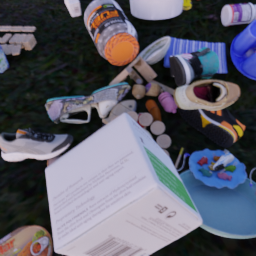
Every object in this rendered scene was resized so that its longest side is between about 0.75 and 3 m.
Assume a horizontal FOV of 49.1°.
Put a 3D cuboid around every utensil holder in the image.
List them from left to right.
[{"bbox_3d":[1.160,-6.288,11.556,2.452,2.885,2.452,-2,41,2],"label":"utensil holder"}]

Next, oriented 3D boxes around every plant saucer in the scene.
[{"bbox_3d":[0.966,-2.707,10.260,1.547,0.388,1.547,-31,25,17],"label":"plant saucer"},{"bbox_3d":[2.265,1.813,6.761,2.432,0.437,2.432,5,26,-2],"label":"plant saucer"}]

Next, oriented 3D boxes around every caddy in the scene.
[{"bbox_3d":[5.197,-2.890,10.148,2.882,1.513,2.037,-15,76,-10],"label":"caddy"}]

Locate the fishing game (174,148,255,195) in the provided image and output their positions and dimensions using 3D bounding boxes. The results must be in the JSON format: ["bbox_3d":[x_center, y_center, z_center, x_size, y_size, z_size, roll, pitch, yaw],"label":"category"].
[{"bbox_3d":[2.441,1.013,7.616,2.255,0.350,1.614,16,35,20],"label":"fishing game"}]

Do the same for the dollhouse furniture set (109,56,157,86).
[{"bbox_3d":[0.179,-1.618,9.435,0.897,1.047,1.101,47,34,-9],"label":"dollhouse furniture set"}]

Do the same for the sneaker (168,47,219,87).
[{"bbox_3d":[2.233,-1.979,9.140,1.550,1.073,2.567,-9,21,4],"label":"sneaker"}]

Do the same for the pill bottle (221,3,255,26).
[{"bbox_3d":[4.865,-4.881,12.028,1.498,0.834,0.834,-8,53,-6],"label":"pill bottle"}]

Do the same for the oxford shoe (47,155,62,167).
[{"bbox_3d":[-1.616,1.371,7.320,0.754,0.771,2.115,-26,54,-18],"label":"oxford shoe"}]

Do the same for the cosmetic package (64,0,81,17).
[{"bbox_3d":[-2.571,-5.717,12.777,0.483,0.664,1.306,-19,55,-14],"label":"cosmetic package"}]

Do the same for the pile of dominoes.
[{"bbox_3d":[-5.007,-3.450,11.371,2.429,0.387,1.893,5,51,14],"label":"pile of dominoes"}]

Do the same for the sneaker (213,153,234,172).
[{"bbox_3d":[2.531,0.920,7.568,0.802,0.288,0.290,-25,44,-32],"label":"sneaker"}]

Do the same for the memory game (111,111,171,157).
[{"bbox_3d":[0.199,0.489,8.022,2.067,0.132,2.067,-1,73,2],"label":"memory game"}]

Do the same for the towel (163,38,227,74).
[{"bbox_3d":[2.589,-2.831,10.833,2.369,0.282,1.715,7,54,5],"label":"towel"}]

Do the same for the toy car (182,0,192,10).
[{"bbox_3d":[2.532,-6.300,13.348,1.954,0.463,2.076,31,58,22],"label":"toy car"}]

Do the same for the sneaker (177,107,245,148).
[{"bbox_3d":[2.546,-0.407,8.753,1.038,0.807,2.307,-30,61,-31],"label":"sneaker"}]

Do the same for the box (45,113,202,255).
[{"bbox_3d":[-0.104,1.406,5.814,2.221,2.210,1.903,-36,45,11],"label":"box"}]

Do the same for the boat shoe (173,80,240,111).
[{"bbox_3d":[2.412,-0.935,7.891,2.330,0.773,0.862,-11,86,-29],"label":"boat shoe"}]

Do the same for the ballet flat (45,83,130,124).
[{"bbox_3d":[-1.171,-0.680,8.942,2.759,0.992,0.992,-15,54,-11],"label":"ballet flat"}]

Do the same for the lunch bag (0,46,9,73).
[{"bbox_3d":[-4.910,-2.648,10.109,0.965,1.200,0.495,26,58,18],"label":"lunch bag"}]

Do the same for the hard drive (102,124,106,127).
[{"bbox_3d":[-0.017,0.243,8.508,1.000,0.271,1.432,-27,57,-19],"label":"hard drive"}]

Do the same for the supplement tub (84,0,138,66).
[{"bbox_3d":[-0.626,-3.622,10.623,1.563,1.563,2.551,-17,54,-13],"label":"supplement tub"}]

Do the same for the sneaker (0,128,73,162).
[{"bbox_3d":[-2.593,0.410,7.789,2.101,0.833,0.776,-7,27,3],"label":"sneaker"}]

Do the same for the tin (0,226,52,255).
[{"bbox_3d":[-2.453,2.833,5.821,0.409,1.094,1.954,-9,11,37],"label":"tin"}]

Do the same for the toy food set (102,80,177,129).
[{"bbox_3d":[0.628,-0.731,8.888,1.735,0.430,2.729,28,52,17],"label":"toy food set"}]
